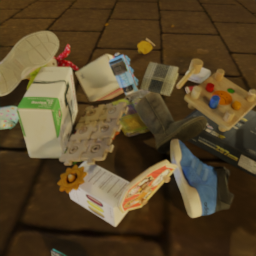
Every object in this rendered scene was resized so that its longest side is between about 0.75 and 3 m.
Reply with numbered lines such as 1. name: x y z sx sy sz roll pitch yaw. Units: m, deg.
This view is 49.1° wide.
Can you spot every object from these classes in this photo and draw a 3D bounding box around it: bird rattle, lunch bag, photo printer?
1. bird rattle: -3.785 -2.706 12.102 2.442 1.687 2.995 -5 33 20
2. lunch bag: -4.235 -0.348 9.800 0.932 0.568 0.794 -4 38 4
3. photo printer: 3.082 -2.354 12.476 0.835 0.348 1.004 27 47 29

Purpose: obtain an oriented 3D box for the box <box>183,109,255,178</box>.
1. box: 3.426 0.125 9.065 2.214 0.716 2.808 -31 48 -34

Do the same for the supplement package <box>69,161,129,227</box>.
1. supplement package: -0.700 1.620 7.074 1.501 0.854 0.822 22 46 27

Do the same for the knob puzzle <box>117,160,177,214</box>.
1. knob puzzle: 0.407 1.403 6.332 1.825 1.825 0.253 -27 58 -29

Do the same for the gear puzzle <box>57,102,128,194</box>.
1. gear puzzle: -0.913 0.450 7.206 1.506 0.381 2.907 -5 44 27

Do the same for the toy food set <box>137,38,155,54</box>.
1. toy food set: 0.882 -4.213 14.848 0.706 0.392 1.199 38 49 6

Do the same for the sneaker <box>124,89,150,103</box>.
1. sneaker: 0.320 -1.189 10.377 0.990 0.372 0.569 -1 30 39

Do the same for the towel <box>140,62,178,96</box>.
1. towel: 0.880 -1.365 7.782 0.887 0.159 0.921 16 73 18

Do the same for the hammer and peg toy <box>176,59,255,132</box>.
1. hammer and peg toy: 2.599 -1.055 8.784 1.755 0.841 2.386 -37 63 -26

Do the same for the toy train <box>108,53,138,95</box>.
1. toy train: -0.108 -1.403 7.447 0.499 1.150 0.657 -16 24 17

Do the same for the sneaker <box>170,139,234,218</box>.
1. sneaker: 1.971 1.194 7.547 1.314 0.907 2.363 -10 43 -3

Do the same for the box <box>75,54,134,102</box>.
1. box: -0.687 -1.736 9.974 1.318 1.123 2.061 -26 1 19

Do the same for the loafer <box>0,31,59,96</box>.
1. loafer: -3.520 -2.148 9.153 0.919 1.051 2.924 0 45 49

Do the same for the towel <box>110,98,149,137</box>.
1. towel: 0.171 -0.458 10.203 1.496 0.237 2.083 -17 41 -20

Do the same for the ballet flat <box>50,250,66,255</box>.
1. ballet flat: -1.217 2.900 5.939 1.056 0.358 0.398 10 58 10

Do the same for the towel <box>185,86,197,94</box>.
1. towel: 3.003 -1.453 11.537 1.173 0.133 0.845 -5 41 -3

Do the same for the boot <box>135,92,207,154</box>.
1. boot: 1.297 -0.429 9.110 1.912 0.763 2.103 -30 47 13

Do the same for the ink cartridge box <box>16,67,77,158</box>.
1. ink cartridge box: -2.450 -0.574 9.002 1.077 1.902 2.594 1 39 1
